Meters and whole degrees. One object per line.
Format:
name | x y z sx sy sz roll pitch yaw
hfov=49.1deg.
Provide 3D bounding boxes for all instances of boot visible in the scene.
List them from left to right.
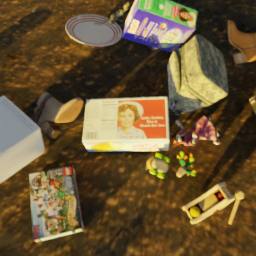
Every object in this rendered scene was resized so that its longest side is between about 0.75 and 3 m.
boot | -2.501 -0.675 9.545 1.996 0.701 1.459 -46 62 18
boot | 4.626 -3.438 10.749 1.404 1.808 0.693 -15 17 25

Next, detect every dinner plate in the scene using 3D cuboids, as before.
dinner plate | -1.494 -4.222 12.277 2.452 0.297 2.452 6 48 -7

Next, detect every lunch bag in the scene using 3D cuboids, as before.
lunch bag | 2.303 -1.801 10.133 1.639 1.973 2.352 23 52 -30

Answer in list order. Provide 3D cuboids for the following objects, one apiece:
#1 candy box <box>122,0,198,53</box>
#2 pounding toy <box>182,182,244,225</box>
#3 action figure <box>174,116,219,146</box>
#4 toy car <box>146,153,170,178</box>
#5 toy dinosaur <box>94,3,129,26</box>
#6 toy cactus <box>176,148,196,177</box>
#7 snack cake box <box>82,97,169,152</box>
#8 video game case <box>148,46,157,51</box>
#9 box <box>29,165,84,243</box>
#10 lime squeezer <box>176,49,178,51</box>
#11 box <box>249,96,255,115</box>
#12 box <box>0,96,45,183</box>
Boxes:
candy box | 1.164 -4.024 10.917 2.330 1.970 0.898 13 74 -14
pounding toy | 2.570 2.263 7.933 1.815 1.038 1.041 -29 64 -2
action figure | 2.243 0.236 9.611 1.468 1.093 0.984 -27 45 8
toy car | 0.838 1.180 8.898 0.617 0.782 0.643 29 74 -25
toy dinosaur | -0.575 -4.849 12.385 1.819 0.432 0.802 -32 50 -4
toy cactus | 1.764 1.200 8.790 0.506 0.990 0.817 11 43 47
snack cake box | -0.044 -0.107 9.403 2.762 0.928 1.589 -1 63 6
video game case | 1.333 -4.403 12.627 1.693 0.239 1.874 -24 62 -13
box | -2.204 2.245 8.492 1.387 0.383 2.031 -12 59 -7
lime squeezer | 2.221 -3.368 11.974 0.942 0.178 0.333 15 91 23
box | 5.364 -0.250 9.608 1.597 0.403 2.233 -18 80 -8
box | -4.110 0.380 8.921 1.990 1.308 2.001 38 56 20
